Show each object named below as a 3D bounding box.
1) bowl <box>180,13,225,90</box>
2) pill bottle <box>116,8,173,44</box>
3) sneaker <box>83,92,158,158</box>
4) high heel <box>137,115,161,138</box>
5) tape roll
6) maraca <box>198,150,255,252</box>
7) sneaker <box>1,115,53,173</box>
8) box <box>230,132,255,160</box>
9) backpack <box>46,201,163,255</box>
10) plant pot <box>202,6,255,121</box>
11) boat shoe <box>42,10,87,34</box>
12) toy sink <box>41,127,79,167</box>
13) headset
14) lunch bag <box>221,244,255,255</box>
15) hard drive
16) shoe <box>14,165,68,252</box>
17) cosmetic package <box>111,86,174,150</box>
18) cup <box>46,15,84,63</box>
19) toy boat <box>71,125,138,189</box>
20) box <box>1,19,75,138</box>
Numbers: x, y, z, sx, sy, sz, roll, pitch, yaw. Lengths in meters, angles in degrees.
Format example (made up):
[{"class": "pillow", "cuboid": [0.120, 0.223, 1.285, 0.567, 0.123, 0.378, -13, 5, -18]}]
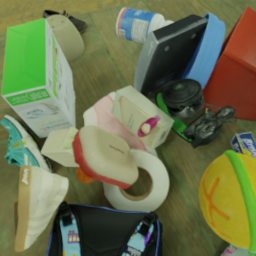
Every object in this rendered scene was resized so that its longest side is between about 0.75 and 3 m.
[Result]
[{"class": "bowl", "cuboid": [2.039, -1.938, 8.492, 0.565, 2.880, 2.880, 20, 57, -2]}, {"class": "pill bottle", "cuboid": [0.585, -3.206, 9.022, 1.763, 0.989, 0.989, 19, 58, 16]}, {"class": "sneaker", "cuboid": [-0.326, 0.336, 8.031, 1.469, 1.058, 2.810, -30, 63, -9]}, {"class": "high heel", "cuboid": [0.357, 0.037, 5.928, 0.286, 0.849, 0.407, 52, 48, 1]}, {"class": "tape roll", "cuboid": [0.190, 1.376, 7.088, 1.673, 0.306, 1.673, 0, 94, 2]}, {"class": "maraca", "cuboid": [2.303, 1.538, 5.954, 1.543, 2.884, 1.977, -9, 69, 10]}, {"class": "sneaker", "cuboid": [-3.096, 0.558, 7.950, 0.958, 0.933, 2.406, -35, 62, -12]}, {"class": "box", "cuboid": [3.419, 0.876, 7.909, 0.489, 0.533, 1.522, -6, 56, -4]}, {"class": "backpack", "cuboid": [-0.540, 3.064, 5.657, 2.397, 1.766, 2.626, 5, 55, 3]}, {"class": "plant pot", "cuboid": [3.701, -1.681, 8.661, 2.185, 2.479, 2.477, 29, 60, 6]}, {"class": "boat shoe", "cuboid": [-2.632, -4.334, 11.368, 1.939, 0.711, 0.722, 12, 56, 8]}, {"class": "toy sink", "cuboid": [-1.474, 0.508, 7.353, 1.346, 0.877, 0.754, -7, 56, 45]}, {"class": "headset", "cuboid": [1.452, -0.234, 6.865, 1.407, 2.996, 1.850, -38, 102, -14]}, {"class": "lunch bag", "cuboid": [2.565, 3.804, 5.154, 2.813, 1.715, 2.396, 31, 56, 30]}, {"class": "hard drive", "cuboid": [1.078, -1.960, 8.272, 1.917, 2.843, 0.602, -29, 72, -20]}, {"class": "shoe", "cuboid": [-1.657, 1.551, 5.055, 0.720, 2.698, 0.943, 1, 54, -24]}, {"class": "cosmetic package", "cuboid": [0.325, -0.286, 7.230, 1.579, 0.817, 0.577, 40, 47, 24]}, {"class": "cup", "cuboid": [-2.565, -3.404, 10.423, 1.721, 1.231, 1.721, 0, 56, 0]}, {"class": "toy boat", "cuboid": [-0.630, 0.806, 6.111, 1.181, 1.806, 1.179, -35, 51, 22]}, {"class": "box", "cuboid": [-2.407, -1.349, 7.990, 1.196, 2.184, 2.475, -12, 60, 2]}]
